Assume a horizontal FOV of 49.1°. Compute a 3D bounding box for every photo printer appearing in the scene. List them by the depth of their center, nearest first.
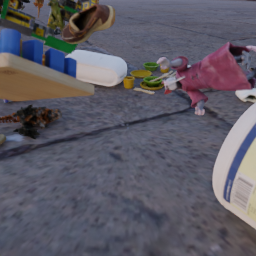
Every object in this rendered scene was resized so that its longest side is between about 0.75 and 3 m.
[{"bbox_3d":[-1.173,-2.282,10.631,2.251,0.782,1.873,12,29,4],"label":"photo printer"}]

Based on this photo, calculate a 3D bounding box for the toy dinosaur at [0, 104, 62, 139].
[{"bbox_3d":[-2.635,-0.213,7.477,1.663,0.850,1.129,-26,19,-7],"label":"toy dinosaur"}]

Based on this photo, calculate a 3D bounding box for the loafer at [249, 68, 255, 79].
[{"bbox_3d":[5.109,-2.144,11.077,0.350,0.340,0.958,-13,32,-22],"label":"loafer"}]

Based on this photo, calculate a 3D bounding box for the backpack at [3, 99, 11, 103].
[{"bbox_3d":[-3.661,-1.275,9.226,0.945,0.636,0.863,-13,32,-20],"label":"backpack"}]

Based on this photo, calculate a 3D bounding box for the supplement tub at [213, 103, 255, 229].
[{"bbox_3d":[2.935,0.938,3.783,2.133,2.133,2.942,-20,36,-32],"label":"supplement tub"}]

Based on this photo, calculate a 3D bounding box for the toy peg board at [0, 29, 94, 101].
[{"bbox_3d":[-1.380,-0.808,3.361,1.435,0.705,1.441,-2,-4,25],"label":"toy peg board"}]

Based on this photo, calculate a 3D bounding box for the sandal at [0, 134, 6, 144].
[{"bbox_3d":[-3.774,0.275,6.678,1.599,0.432,0.642,0,29,-1],"label":"sandal"}]

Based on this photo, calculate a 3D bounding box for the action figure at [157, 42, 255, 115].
[{"bbox_3d":[1.206,-0.915,4.512,1.593,1.067,1.186,-6,30,44],"label":"action figure"}]

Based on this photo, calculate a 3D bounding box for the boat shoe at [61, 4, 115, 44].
[{"bbox_3d":[-0.671,-1.487,3.971,1.072,0.387,0.386,-2,0,42],"label":"boat shoe"}]

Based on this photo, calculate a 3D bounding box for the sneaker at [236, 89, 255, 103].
[{"bbox_3d":[4.276,-1.051,9.076,1.417,0.498,0.568,-5,37,5],"label":"sneaker"}]

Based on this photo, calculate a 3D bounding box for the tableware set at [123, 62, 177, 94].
[{"bbox_3d":[0.830,-2.116,10.941,1.911,0.435,2.837,18,34,29],"label":"tableware set"}]

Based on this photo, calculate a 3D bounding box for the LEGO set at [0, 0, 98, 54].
[{"bbox_3d":[-2.204,-3.578,7.814,2.937,2.259,1.702,10,62,-20],"label":"LEGO set"}]

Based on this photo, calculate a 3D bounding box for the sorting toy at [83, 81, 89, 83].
[{"bbox_3d":[-2.726,-2.039,10.978,1.787,0.321,2.399,-24,43,-38],"label":"sorting toy"}]
